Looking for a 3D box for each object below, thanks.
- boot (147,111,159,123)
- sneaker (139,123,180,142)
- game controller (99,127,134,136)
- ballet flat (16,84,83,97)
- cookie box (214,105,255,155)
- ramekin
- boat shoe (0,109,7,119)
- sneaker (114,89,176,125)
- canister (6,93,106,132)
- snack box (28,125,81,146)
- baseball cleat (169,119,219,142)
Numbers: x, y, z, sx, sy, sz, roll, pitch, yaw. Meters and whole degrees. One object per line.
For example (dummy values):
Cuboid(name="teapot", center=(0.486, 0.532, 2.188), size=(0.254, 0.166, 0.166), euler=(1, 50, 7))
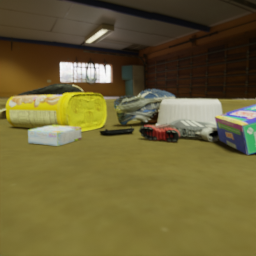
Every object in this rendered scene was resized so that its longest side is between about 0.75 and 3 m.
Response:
Cuboid(name="boot", center=(1.384, -0.447, 11.658), size=(1.566, 0.601, 1.216), euler=(-8, 3, -18))
Cuboid(name="sneaker", center=(0.860, 0.102, 7.426), size=(1.128, 0.399, 0.551), euler=(6, 23, 25))
Cuboid(name="game controller", center=(-0.339, 0.094, 8.484), size=(1.029, 0.217, 0.537), euler=(-4, 8, -31))
Cuboid(name="ballet flat", center=(-3.348, -1.342, 11.836), size=(2.952, 0.981, 0.839), euler=(-8, 14, 1))
Cuboid(name="cookie box", center=(3.192, -0.117, 6.387), size=(1.893, 0.711, 1.619), euler=(-17, 9, 0))
Cuboid(name="ramekin", center=(2.004, -0.413, 9.138), size=(2.233, 1.040, 2.233), euler=(0, 7, 0))
Cuboid(name="boat shoe", center=(-5.685, -0.762, 13.766), size=(0.505, 0.586, 1.606), euler=(10, 19, 31))
Cuboid(name="sneaker", center=(0.646, -0.768, 10.719), size=(2.566, 1.093, 0.989), euler=(-14, 30, -21))
Cuboid(name="canister", center=(-2.544, -0.585, 9.881), size=(2.875, 1.244, 2.135), euler=(3, 8, 29))
Cuboid(name="snack box", center=(-1.871, 0.179, 7.254), size=(0.906, 0.364, 1.074), euler=(4, 10, 22))
Cuboid(name="baseball cleat", center=(1.788, 0.068, 7.497), size=(1.550, 0.540, 0.825), euler=(-4, 14, 1))
